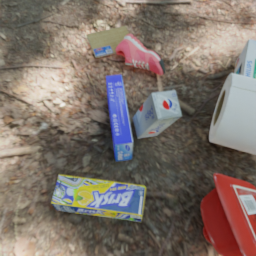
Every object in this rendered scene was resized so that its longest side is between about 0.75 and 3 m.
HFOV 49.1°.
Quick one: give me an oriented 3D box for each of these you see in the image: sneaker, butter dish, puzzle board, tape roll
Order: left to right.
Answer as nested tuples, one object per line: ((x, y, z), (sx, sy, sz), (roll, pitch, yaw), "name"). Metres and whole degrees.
((-0.794, -3.993, 13.009), (1.971, 0.171, 1.485), (-17, 64, -12), "puzzle board")
((0.486, -2.918, 12.080), (1.132, 0.962, 2.611), (-42, 66, -10), "sneaker")
((3.039, 2.879, 8.273), (2.497, 1.846, 2.491), (19, 46, -37), "butter dish")
((4.011, -0.468, 9.698), (1.742, 2.537, 2.537), (16, 61, 10), "tape roll")

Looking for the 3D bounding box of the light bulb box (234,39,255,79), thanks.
((5.567, -1.998, 11.174), (2.359, 1.472, 2.338), (16, 62, 8), "light bulb box")

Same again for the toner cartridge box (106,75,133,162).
((-0.348, -0.393, 10.315), (0.631, 1.389, 2.923), (-7, 61, -4), "toner cartridge box")

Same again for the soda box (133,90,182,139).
((0.886, -0.375, 9.503), (0.819, 2.581, 0.881), (-9, 78, -14), "soda box")

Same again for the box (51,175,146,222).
((-0.899, 2.279, 9.031), (2.846, 0.915, 0.997), (7, 60, 4), "box")
